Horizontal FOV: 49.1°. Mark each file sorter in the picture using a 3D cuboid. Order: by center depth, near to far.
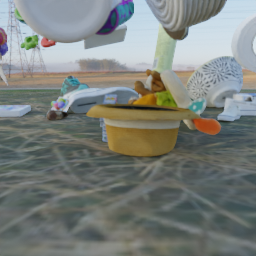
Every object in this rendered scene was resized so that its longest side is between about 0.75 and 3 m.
[{"bbox_3d":[-1.031,-3.919,10.921,1.657,1.032,1.150,-15,-7,-10],"label":"file sorter"}]

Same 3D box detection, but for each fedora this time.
[{"bbox_3d":[0.265,0.019,5.231,2.108,0.860,2.108,3,8,0],"label":"fedora"}]

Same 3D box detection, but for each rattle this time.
[{"bbox_3d":[1.041,-0.394,7.682,1.946,1.774,2.725,-13,39,-1],"label":"rattle"}]

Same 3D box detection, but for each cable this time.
[{"bbox_3d":[0.559,-2.617,4.047,0.826,2.387,2.387,-24,31,0],"label":"cable"}]

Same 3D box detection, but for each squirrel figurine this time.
[{"bbox_3d":[0.858,-0.907,9.413,1.722,1.607,1.218,32,8,-20],"label":"squirrel figurine"}]

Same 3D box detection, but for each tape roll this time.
[{"bbox_3d":[4.001,-2.498,8.261,1.744,1.744,0.610,1,20,3],"label":"tape roll"}]

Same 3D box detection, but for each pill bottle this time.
[{"bbox_3d":[-1.181,-2.298,4.732,1.380,1.380,2.384,-3,26,-18],"label":"pill bottle"}]

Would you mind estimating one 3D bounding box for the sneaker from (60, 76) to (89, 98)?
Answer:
[{"bbox_3d":[-2.577,-1.803,12.895,1.144,1.345,2.949,-4,-2,-28],"label":"sneaker"}]

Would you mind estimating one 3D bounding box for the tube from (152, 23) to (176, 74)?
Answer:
[{"bbox_3d":[1.433,-3.039,10.585,0.778,2.681,0.696,11,-20,-1],"label":"tube"}]

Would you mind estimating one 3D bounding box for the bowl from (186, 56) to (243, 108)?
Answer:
[{"bbox_3d":[4.315,-1.848,13.203,2.822,2.822,1.324,-4,53,-21],"label":"bowl"}]

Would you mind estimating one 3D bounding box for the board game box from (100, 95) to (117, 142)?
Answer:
[{"bbox_3d":[-0.441,-0.257,6.436,0.305,0.990,0.990,2,9,8],"label":"board game box"}]

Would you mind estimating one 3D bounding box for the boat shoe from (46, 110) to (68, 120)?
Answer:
[{"bbox_3d":[-2.397,-0.449,9.514,0.328,0.346,0.913,6,13,23],"label":"boat shoe"}]

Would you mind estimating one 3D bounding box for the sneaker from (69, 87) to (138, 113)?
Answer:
[{"bbox_3d":[-1.050,-1.308,11.748,2.963,1.082,1.049,-5,32,-21],"label":"sneaker"}]

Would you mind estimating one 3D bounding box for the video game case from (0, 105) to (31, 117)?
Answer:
[{"bbox_3d":[-5.494,-0.662,10.951,2.887,0.260,2.067,-1,10,-9],"label":"video game case"}]

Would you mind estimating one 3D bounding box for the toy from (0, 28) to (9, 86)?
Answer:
[{"bbox_3d":[-3.477,-2.440,7.033,0.603,2.553,1.470,-33,66,-21],"label":"toy"}]

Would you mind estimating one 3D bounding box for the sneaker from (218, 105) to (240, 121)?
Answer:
[{"bbox_3d":[3.382,-0.520,9.392,0.517,0.501,1.416,7,12,35],"label":"sneaker"}]

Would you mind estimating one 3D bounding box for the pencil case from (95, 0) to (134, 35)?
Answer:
[{"bbox_3d":[-0.465,-3.113,7.474,1.002,0.923,2.169,-39,15,28],"label":"pencil case"}]

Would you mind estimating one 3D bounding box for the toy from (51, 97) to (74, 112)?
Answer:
[{"bbox_3d":[-2.707,-0.927,10.995,0.319,0.779,1.352,39,-16,-33],"label":"toy"}]

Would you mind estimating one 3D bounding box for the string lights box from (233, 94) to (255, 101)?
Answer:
[{"bbox_3d":[5.872,-1.080,12.033,2.357,0.695,1.211,0,10,2],"label":"string lights box"}]

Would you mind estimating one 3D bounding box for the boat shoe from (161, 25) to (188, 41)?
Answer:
[{"bbox_3d":[0.938,-2.475,5.920,0.512,1.581,0.569,1,-34,-40],"label":"boat shoe"}]

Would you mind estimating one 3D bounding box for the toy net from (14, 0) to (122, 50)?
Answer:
[{"bbox_3d":[-1.354,-2.508,6.129,2.443,1.281,0.472,-9,-27,15],"label":"toy net"}]

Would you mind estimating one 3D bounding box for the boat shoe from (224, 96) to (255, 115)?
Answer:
[{"bbox_3d":[4.763,-0.875,10.806,2.196,0.718,0.808,-3,10,-17],"label":"boat shoe"}]
